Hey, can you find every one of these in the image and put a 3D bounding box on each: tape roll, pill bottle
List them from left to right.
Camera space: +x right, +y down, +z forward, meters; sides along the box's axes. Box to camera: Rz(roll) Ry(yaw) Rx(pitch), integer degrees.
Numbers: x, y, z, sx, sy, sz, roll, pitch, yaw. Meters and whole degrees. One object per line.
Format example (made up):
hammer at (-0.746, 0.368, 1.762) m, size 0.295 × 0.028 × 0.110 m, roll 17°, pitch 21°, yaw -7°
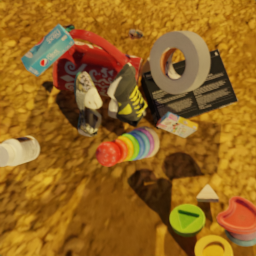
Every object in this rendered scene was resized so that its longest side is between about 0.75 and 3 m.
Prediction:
pill bottle at (-3.121, 0.661, 7.773) m, size 0.738 × 1.291 × 0.738 m, roll 1°, pitch 96°, yaw 15°
tape roll at (1.394, -1.811, 7.802) m, size 0.559 × 1.694 × 1.694 m, roll -19°, pitch 56°, yaw -42°

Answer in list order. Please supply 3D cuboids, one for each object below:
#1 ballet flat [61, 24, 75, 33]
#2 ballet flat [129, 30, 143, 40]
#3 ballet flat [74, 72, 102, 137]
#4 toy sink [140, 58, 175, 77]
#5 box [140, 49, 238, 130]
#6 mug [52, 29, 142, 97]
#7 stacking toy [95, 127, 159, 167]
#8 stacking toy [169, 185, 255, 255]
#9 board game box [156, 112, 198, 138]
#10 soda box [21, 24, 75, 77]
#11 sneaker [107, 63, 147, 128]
ballet flat at (-2.424, -3.155, 10.005) m, size 0.597 × 1.760 × 0.636 m, roll -17°, pitch 67°, yaw -37°
ballet flat at (0.201, -2.999, 8.888) m, size 0.315 × 0.964 × 0.340 m, roll 33°, pitch 93°, yaw -22°
ballet flat at (-1.143, -0.623, 8.558) m, size 0.803 × 2.233 × 0.803 m, roll 3°, pitch 38°, yaw -2°
toy sink at (0.994, -2.167, 9.980) m, size 0.762 × 1.169 × 0.655 m, roll -27°, pitch 85°, yaw -29°
box at (1.903, -1.216, 9.103) m, size 2.578 × 1.017 × 1.819 m, roll -18°, pitch 87°, yaw -4°
mug at (-0.987, -1.908, 9.306) m, size 2.698 × 2.395 × 1.800 m, roll 13°, pitch 89°, yaw 2°
stacking toy at (-0.067, 0.567, 7.581) m, size 0.960 × 0.960 × 2.250 m, roll 40°, pitch 27°, yaw 22°
stacking toy at (2.292, 2.724, 7.450) m, size 2.174 × 0.918 × 1.968 m, roll -32°, pitch 36°, yaw -22°
board game box at (1.409, -0.069, 8.127) m, size 0.959 × 0.734 × 0.193 m, roll 23°, pitch 64°, yaw -10°
soda box at (-2.305, -2.205, 8.023) m, size 1.518 × 0.487 × 0.515 m, roll -39°, pitch 63°, yaw 8°
sneaker at (0.101, -0.882, 8.237) m, size 1.140 × 2.695 × 1.004 m, roll 31°, pitch 71°, yaw 8°
